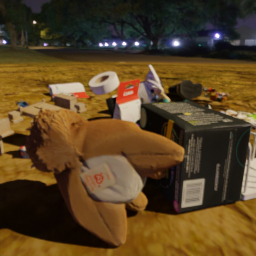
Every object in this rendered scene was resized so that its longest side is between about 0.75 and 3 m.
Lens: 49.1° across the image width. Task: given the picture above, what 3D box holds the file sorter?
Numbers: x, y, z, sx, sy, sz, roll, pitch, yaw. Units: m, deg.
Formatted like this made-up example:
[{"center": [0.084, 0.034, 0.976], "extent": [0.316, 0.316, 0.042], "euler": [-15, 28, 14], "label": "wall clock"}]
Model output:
[{"center": [2.984, 0.591, 6.338], "extent": [2.003, 1.247, 1.390], "euler": [-6, 18, -20], "label": "file sorter"}]

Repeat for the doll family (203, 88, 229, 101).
[{"center": [4.832, -1.699, 15.299], "extent": [1.553, 0.700, 0.964], "euler": [12, 3, -25], "label": "doll family"}]

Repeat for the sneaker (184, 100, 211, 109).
[{"center": [1.959, -0.567, 10.514], "extent": [2.519, 1.006, 0.899], "euler": [7, 19, 34], "label": "sneaker"}]

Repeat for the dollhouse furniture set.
[{"center": [-2.546, -0.015, 8.636], "extent": [1.467, 1.253, 2.830], "euler": [16, 27, 27], "label": "dollhouse furniture set"}]

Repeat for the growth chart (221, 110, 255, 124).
[{"center": [4.843, -0.457, 11.591], "extent": [2.950, 0.262, 2.135], "euler": [2, 16, 6], "label": "growth chart"}]

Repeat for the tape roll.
[{"center": [-0.932, -1.715, 10.761], "extent": [1.125, 0.393, 1.125], "euler": [-16, 34, 11], "label": "tape roll"}]

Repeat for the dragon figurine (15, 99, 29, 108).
[{"center": [-4.901, -1.119, 12.961], "extent": [0.301, 1.022, 0.508], "euler": [28, 67, 23], "label": "dragon figurine"}]

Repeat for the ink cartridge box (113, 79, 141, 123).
[{"center": [0.059, -0.695, 9.622], "extent": [0.507, 1.778, 1.445], "euler": [27, 26, 23], "label": "ink cartridge box"}]

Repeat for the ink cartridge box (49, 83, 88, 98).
[{"center": [-3.623, -2.252, 17.006], "extent": [1.985, 0.697, 2.443], "euler": [-8, 15, -23], "label": "ink cartridge box"}]

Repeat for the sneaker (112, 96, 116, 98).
[{"center": [0.186, -1.175, 13.112], "extent": [0.980, 0.930, 2.434], "euler": [20, 32, 32], "label": "sneaker"}]

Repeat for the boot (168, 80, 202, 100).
[{"center": [2.872, -2.157, 16.213], "extent": [1.934, 1.083, 2.796], "euler": [6, 4, 35], "label": "boot"}]

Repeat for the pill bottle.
[{"center": [0.339, -1.082, 11.106], "extent": [2.277, 1.273, 1.273], "euler": [-20, 16, 6], "label": "pill bottle"}]

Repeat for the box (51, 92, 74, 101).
[{"center": [-3.641, -1.721, 15.642], "extent": [0.743, 0.234, 1.350], "euler": [8, 20, 14], "label": "box"}]

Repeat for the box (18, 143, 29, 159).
[{"center": [-2.436, 0.362, 8.251], "extent": [0.892, 0.281, 1.620], "euler": [2, 28, 6], "label": "box"}]

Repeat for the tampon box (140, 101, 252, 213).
[{"center": [1.228, 0.445, 6.050], "extent": [1.399, 1.660, 2.216], "euler": [-4, 17, -18], "label": "tampon box"}]

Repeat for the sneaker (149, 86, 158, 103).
[{"center": [0.913, -1.059, 10.030], "extent": [0.344, 0.930, 0.383], "euler": [-8, -8, 12], "label": "sneaker"}]

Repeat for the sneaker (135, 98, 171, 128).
[{"center": [0.782, -0.234, 8.728], "extent": [2.831, 1.408, 0.984], "euler": [-8, 19, -30], "label": "sneaker"}]

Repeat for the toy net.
[{"center": [0.916, -0.682, 7.707], "extent": [0.414, 2.144, 1.125], "euler": [-26, 5, 16], "label": "toy net"}]

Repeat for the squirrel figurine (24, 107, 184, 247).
[{"center": [-0.565, 0.429, 5.240], "extent": [2.615, 1.851, 2.441], "euler": [26, 10, -2], "label": "squirrel figurine"}]
